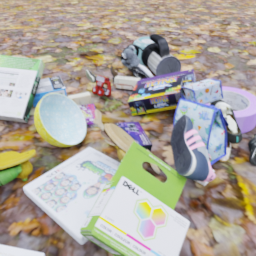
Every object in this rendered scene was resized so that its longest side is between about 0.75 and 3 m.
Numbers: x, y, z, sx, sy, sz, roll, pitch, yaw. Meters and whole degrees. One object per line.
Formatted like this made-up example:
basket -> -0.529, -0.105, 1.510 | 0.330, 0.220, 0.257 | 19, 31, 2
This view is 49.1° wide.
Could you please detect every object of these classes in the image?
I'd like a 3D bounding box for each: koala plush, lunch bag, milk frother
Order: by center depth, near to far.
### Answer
lunch bag -> 2.361, 0.041, 9.281 | 1.201, 1.884, 1.602 | -27, 31, -28
lunch bag -> 2.585, -1.287, 10.064 | 1.115, 0.812, 1.311 | -17, 21, -9
koala plush -> 0.105, -3.699, 14.485 | 0.901, 1.016, 0.934 | -42, 52, -10
milk frother -> 1.138, -3.548, 14.964 | 2.440, 2.202, 2.295 | -32, 37, 2

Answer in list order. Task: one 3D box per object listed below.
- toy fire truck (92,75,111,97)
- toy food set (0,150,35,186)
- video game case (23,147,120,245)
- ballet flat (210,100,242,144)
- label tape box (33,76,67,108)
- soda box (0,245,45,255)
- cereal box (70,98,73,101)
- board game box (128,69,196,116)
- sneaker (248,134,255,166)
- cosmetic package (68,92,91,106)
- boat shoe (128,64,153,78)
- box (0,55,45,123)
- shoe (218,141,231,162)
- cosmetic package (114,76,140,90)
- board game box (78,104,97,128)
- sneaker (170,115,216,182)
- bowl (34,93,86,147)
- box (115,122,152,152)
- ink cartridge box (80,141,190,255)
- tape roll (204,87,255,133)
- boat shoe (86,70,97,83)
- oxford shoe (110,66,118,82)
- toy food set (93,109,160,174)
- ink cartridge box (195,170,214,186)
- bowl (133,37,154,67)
toy fire truck -> -1.175, -1.947, 13.111 | 0.602, 0.901, 1.073 | 0, 19, -45
toy food set -> -4.197, 1.494, 8.386 | 2.974, 0.971, 1.750 | -15, 13, -25
video game case -> -1.158, 1.636, 7.790 | 2.720, 0.322, 2.476 | 22, 41, 40
ballet flat -> 3.556, -0.391, 10.056 | 0.694, 0.699, 2.043 | -21, 58, 4
label tape box -> -3.918, -1.914, 13.374 | 1.563, 0.721, 2.182 | -15, 39, -16
soda box -> -2.939, 3.063, 6.129 | 2.204, 0.702, 0.751 | 6, 35, 10
cereal box -> -2.596, -0.704, 11.536 | 0.192, 0.973, 0.700 | 32, 16, -38
board game box -> 1.541, -1.577, 12.193 | 2.703, 0.766, 2.234 | -9, 32, 19
sneaker -> 4.509, 0.739, 9.819 | 1.611, 0.610, 0.705 | -43, 18, -31
cosmetic package -> -2.181, -1.253, 12.633 | 0.972, 0.503, 0.355 | -15, 38, -19
boat shoe -> 0.609, -2.974, 15.025 | 0.689, 0.729, 2.032 | -47, 45, 3
box -> -4.967, -1.721, 11.960 | 2.092, 0.527, 2.898 | 8, 70, 6
shoe -> 3.373, 0.714, 9.881 | 0.456, 0.348, 1.305 | 13, 36, 18
cosmetic package -> -0.039, -2.235, 13.977 | 1.203, 0.525, 0.622 | 9, 23, 15
board game box -> -1.810, -0.505, 11.797 | 0.972, 0.262, 1.620 | -5, 34, -14
sneaker -> 1.864, 0.597, 8.149 | 1.013, 0.866, 2.469 | 26, 37, -15
bowl -> -2.579, -0.128, 9.952 | 1.068, 1.984, 1.984 | -28, 19, 35
box -> 0.142, 0.393, 9.940 | 0.954, 0.533, 1.351 | -7, 40, -21
ink cartridge box -> 0.430, 1.683, 6.373 | 1.916, 0.982, 2.593 | 35, 61, -9
tape roll -> 4.061, -0.795, 11.651 | 2.559, 0.839, 2.559 | 0, 34, 0
boat shoe -> -1.957, -2.779, 14.989 | 0.337, 0.399, 1.118 | -15, 44, -24
oxford shoe -> -0.705, -2.854, 14.619 | 0.364, 0.863, 0.314 | -15, 21, 5
toy food set -> -0.204, 0.505, 8.335 | 2.432, 0.488, 1.679 | 39, 10, -17
ink cartridge box -> 2.244, 1.424, 8.868 | 0.755, 0.317, 0.549 | 27, 43, 34
bowl -> 1.222, -4.774, 17.127 | 2.415, 1.263, 2.415 | 1, 35, -1
